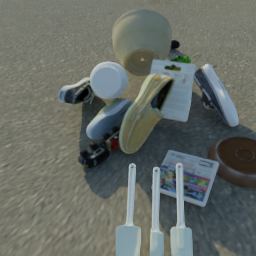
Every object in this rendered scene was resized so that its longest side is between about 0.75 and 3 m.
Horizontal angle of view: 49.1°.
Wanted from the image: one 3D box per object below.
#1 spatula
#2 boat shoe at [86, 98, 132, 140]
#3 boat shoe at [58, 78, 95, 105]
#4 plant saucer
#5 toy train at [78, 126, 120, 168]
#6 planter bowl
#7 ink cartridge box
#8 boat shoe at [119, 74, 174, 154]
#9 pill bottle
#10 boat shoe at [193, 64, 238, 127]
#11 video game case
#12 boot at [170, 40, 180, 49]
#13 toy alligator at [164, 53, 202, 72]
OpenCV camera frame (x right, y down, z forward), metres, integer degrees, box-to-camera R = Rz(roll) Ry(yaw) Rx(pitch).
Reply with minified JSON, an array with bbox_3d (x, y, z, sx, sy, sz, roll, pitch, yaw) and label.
[{"bbox_3d":[0.526,1.666,5.670,1.456,0.168,2.095,0,60,6],"label":"spatula"},{"bbox_3d":[-0.603,-0.296,8.269,0.580,0.673,1.871,20,43,34],"label":"boat shoe"},{"bbox_3d":[-1.411,-1.161,9.078,0.667,0.721,1.954,20,19,16],"label":"boat shoe"},{"bbox_3d":[2.993,0.780,7.235,1.788,0.308,1.788,0,40,0],"label":"plant saucer"},{"bbox_3d":[-0.294,0.281,7.755,0.590,0.440,2.577,29,47,27],"label":"toy train"},{"bbox_3d":[0.480,-2.729,9.662,2.142,2.142,1.442,1,56,1],"label":"planter bowl"},{"bbox_3d":[1.221,-1.101,8.309,1.337,1.648,0.413,12,4,20],"label":"ink cartridge box"},{"bbox_3d":[0.530,-0.382,7.394,0.894,0.842,2.349,15,80,46],"label":"boat shoe"},{"bbox_3d":[-0.578,-1.480,8.687,1.118,1.118,2.008,1,11,1],"label":"pill bottle"},{"bbox_3d":[2.684,-0.951,8.834,0.818,0.773,2.281,13,50,-52],"label":"boat shoe"},{"bbox_3d":[1.339,1.132,6.559,1.257,0.144,1.146,14,54,26],"label":"video game case"},{"bbox_3d":[1.739,-3.791,12.855,0.832,0.378,0.990,-28,39,-35],"label":"boot"},{"bbox_3d":[1.799,-2.309,9.959,0.531,1.957,0.580,37,63,-12],"label":"toy alligator"}]
